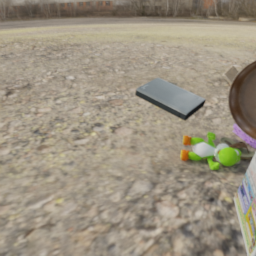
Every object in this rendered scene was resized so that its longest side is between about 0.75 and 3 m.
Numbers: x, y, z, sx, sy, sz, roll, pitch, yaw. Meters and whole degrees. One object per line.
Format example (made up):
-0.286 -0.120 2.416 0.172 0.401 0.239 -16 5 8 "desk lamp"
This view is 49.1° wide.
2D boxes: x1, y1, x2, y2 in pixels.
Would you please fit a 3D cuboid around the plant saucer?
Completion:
4.565 -0.808 8.539 2.900 2.900 0.465 19 33 32 "plant saucer"

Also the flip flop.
4.389 0.735 11.252 0.703 0.499 1.735 -13 30 -23 "flip flop"

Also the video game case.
2.370 1.370 5.132 0.170 1.407 1.545 11 32 3 "video game case"

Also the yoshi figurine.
3.093 0.897 10.387 2.199 1.236 1.231 8 45 10 "yoshi figurine"

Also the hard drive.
1.674 -1.213 11.192 2.339 0.385 1.633 30 41 26 "hard drive"

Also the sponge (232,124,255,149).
6.356 0.169 12.394 2.912 0.434 1.625 -7 29 -14 "sponge"

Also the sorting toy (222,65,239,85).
4.368 -1.556 10.794 1.718 0.253 1.270 50 45 1 "sorting toy"
